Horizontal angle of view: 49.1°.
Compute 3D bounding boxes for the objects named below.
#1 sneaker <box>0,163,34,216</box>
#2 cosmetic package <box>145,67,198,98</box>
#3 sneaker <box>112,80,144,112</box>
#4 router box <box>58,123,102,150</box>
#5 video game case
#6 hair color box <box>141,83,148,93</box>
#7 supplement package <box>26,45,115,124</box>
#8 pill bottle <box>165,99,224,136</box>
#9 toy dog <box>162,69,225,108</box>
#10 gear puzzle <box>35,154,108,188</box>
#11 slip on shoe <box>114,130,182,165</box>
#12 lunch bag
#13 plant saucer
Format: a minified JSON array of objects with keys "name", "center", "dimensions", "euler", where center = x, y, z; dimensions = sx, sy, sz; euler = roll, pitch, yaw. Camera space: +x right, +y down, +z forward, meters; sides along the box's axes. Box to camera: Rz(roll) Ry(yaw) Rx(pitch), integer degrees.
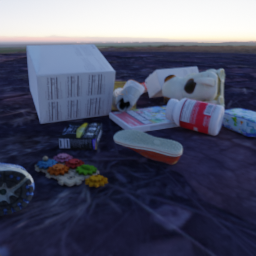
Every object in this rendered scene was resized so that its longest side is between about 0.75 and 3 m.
[{"name":"sneaker","center":[-3.337,1.182,5.424],"dimensions":[2.910,1.121,1.240],"euler":[2,8,-16]},{"name":"cosmetic package","center":[2.257,-2.298,14.041],"dimensions":[2.439,1.034,1.312],"euler":[-11,-9,-23]},{"name":"sneaker","center":[-0.249,-1.049,11.208],"dimensions":[0.883,1.073,2.333],"euler":[32,-23,-10]},{"name":"router box","center":[-1.458,0.234,8.831],"dimensions":[1.130,0.375,1.437],"euler":[1,19,2]},{"name":"video game case","center":[0.956,-0.394,10.842],"dimensions":[2.882,0.251,2.061],"euler":[-8,21,-23]},{"name":"hair color box","center":[1.000,-2.239,15.345],"dimensions":[1.267,0.405,0.703],"euler":[-21,-4,-36]},{"name":"supplement package","center":[-2.391,-1.889,11.337],"dimensions":[2.844,2.091,2.719],"euler":[-8,39,-23]},{"name":"pill bottle","center":[2.249,-0.438,9.596],"dimensions":[1.817,1.020,1.020],"euler":[16,24,27]},{"name":"toy dog","center":[2.725,-1.582,12.173],"dimensions":[2.513,1.754,2.437],"euler":[0,6,31]},{"name":"gear puzzle","center":[-1.326,1.003,6.710],"dimensions":[2.027,0.265,1.050],"euler":[16,22,38]},{"name":"slip on shoe","center":[0.481,0.525,7.457],"dimensions":[1.894,0.579,0.701],"euler":[15,36,16]},{"name":"lunch bag","center":[4.136,-0.214,9.700],"dimensions":[1.253,0.643,1.559],"euler":[-12,23,-30]},{"name":"plant saucer","center":[-0.277,-1.412,12.351],"dimensions":[1.241,1.241,0.301],"euler":[0,9,1]}]
